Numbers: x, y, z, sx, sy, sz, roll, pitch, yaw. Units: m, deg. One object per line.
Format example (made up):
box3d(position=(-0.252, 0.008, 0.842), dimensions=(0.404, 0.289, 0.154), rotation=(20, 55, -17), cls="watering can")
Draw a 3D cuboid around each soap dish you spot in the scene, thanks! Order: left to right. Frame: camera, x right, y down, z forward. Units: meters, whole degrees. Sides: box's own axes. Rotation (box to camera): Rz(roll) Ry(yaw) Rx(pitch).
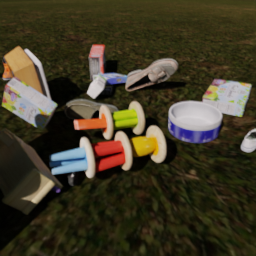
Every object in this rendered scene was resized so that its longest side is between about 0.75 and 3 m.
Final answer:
box3d(position=(-3.950, -1.862, 10.963), dimensions=(1.049, 2.033, 2.583), rotation=(-21, 36, -21), cls="soap dish")

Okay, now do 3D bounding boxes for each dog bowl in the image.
box3d(position=(2.245, -0.230, 9.535), dimensions=(1.742, 0.686, 1.742), rotation=(0, 31, 0), cls="dog bowl")

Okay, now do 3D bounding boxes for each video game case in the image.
box3d(position=(-0.808, -2.310, 13.109), dimensions=(1.260, 0.286, 1.142), rotation=(-14, 26, -37), cls="video game case")

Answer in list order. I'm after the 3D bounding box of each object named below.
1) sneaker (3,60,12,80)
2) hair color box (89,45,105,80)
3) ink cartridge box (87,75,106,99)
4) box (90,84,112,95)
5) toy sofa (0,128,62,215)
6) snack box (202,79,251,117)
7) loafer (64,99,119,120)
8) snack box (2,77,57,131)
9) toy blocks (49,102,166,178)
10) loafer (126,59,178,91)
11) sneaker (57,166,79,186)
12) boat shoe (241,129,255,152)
box3d(position=(-6.005, -2.934, 13.913), dimensions=(0.574, 0.830, 1.481), rotation=(-11, 33, -17), cls="sneaker")
box3d(position=(-1.537, -3.363, 14.282), dimensions=(0.687, 1.192, 2.149), rotation=(0, 32, 0), cls="hair color box")
box3d(position=(-1.299, -1.719, 11.618), dimensions=(0.376, 0.651, 0.895), rotation=(38, 28, -19), cls="ink cartridge box")
box3d(position=(-1.222, -1.752, 12.531), dimensions=(1.006, 0.223, 0.806), rotation=(1, 31, 2), cls="box")
box3d(position=(-2.772, 1.090, 7.159), dimensions=(0.973, 1.146, 2.349), rotation=(-47, 47, -8), cls="toy sofa")
box3d(position=(4.005, -1.276, 11.336), dimensions=(1.545, 0.576, 2.173), rotation=(15, 35, 22), cls="snack box")
box3d(position=(-1.351, -0.543, 9.998), dimensions=(1.993, 0.750, 0.694), rotation=(3, 27, 5), cls="loafer")
box3d(position=(-3.055, -0.702, 8.622), dimensions=(1.479, 1.248, 0.501), rotation=(33, 56, -11), cls="snack box")
box3d(position=(-0.780, 0.278, 7.745), dimensions=(2.924, 1.062, 2.437), rotation=(-9, 37, -21), cls="toy blocks")
box3d(position=(0.955, -2.143, 12.001), dimensions=(2.560, 0.920, 0.805), rotation=(-12, 46, 40), cls="loafer")
box3d(position=(-1.642, 1.240, 7.460), dimensions=(0.590, 0.386, 1.021), rotation=(-7, 21, -1), cls="sneaker")
box3d(position=(4.072, 0.294, 8.864), dimensions=(0.524, 0.476, 1.425), rotation=(24, 38, 34), cls="boat shoe")
